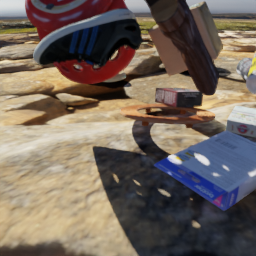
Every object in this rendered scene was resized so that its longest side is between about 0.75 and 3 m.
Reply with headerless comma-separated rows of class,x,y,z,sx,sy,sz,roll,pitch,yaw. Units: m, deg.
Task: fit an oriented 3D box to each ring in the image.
ring,1.218,-0.406,8.890,2.973,0.285,2.973,2,14,-1

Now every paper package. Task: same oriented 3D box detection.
paper package,1.748,-2.654,8.510,1.716,1.636,0.888,-14,24,40

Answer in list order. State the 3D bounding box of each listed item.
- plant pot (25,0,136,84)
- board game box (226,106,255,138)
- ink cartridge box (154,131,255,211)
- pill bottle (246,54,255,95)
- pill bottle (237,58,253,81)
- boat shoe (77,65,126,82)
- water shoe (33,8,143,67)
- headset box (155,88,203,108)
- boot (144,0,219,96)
plant pot,-1.403,-3.207,8.375,2.942,2.679,2.942,-6,65,13
board game box,3.761,-0.227,8.903,0.977,0.426,1.324,14,29,28
ink cartridge box,2.128,0.905,6.465,2.772,0.582,1.654,-16,30,-35
pill bottle,3.980,-1.736,8.029,0.854,0.854,1.495,13,61,25
pill bottle,5.855,-2.636,13.140,0.962,0.962,1.811,1,26,1
boat shoe,-1.348,-2.792,13.570,2.621,0.851,0.946,12,29,22
water shoe,-0.909,-1.854,6.454,2.562,1.011,0.916,-23,-1,2
headset box,1.845,-1.102,10.051,1.128,0.569,1.518,-4,14,-25
boot,1.307,-2.272,6.552,0.861,2.679,2.497,-23,52,28
